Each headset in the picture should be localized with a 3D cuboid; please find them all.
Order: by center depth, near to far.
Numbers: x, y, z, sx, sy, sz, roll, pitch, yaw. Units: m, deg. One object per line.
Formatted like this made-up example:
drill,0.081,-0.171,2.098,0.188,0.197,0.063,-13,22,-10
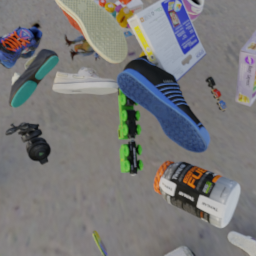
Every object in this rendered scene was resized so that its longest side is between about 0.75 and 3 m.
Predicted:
headset,-2.204,0.320,6.255,0.711,1.512,0.934,-25,67,-19

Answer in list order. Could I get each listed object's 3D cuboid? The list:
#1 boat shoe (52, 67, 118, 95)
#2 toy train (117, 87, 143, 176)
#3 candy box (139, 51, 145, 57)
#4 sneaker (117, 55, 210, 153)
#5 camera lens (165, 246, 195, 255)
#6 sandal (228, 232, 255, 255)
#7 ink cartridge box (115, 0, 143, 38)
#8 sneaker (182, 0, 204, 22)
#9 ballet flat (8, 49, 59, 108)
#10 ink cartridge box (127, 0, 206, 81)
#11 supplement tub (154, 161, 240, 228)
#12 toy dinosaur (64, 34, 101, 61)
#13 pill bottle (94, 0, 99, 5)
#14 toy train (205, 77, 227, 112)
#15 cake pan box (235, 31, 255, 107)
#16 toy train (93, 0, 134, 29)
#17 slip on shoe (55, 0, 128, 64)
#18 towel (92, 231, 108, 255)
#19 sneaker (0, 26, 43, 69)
boat shoe,-1.415,-1.605,9.316,2.447,0.867,0.854,3,84,27
toy train,0.003,-0.049,8.342,0.606,0.819,2.905,0,82,-22
candy box,0.367,-1.652,9.523,0.222,0.859,1.681,35,99,37
sneaker,1.119,-0.686,7.325,2.986,1.047,1.163,44,55,-6
camera lens,1.346,4.189,7.972,1.454,1.163,1.163,-23,63,-11
sandal,3.803,3.628,8.748,1.340,0.545,0.329,30,24,16
ink cartridge box,0.046,-4.449,11.319,1.008,1.377,0.591,-23,63,-10
sneaker,1.527,-4.683,9.229,2.441,1.392,0.885,38,91,0
ballet flat,-2.968,-1.561,8.451,0.765,0.765,2.093,40,89,20
ink cartridge box,1.240,-2.636,8.255,2.122,0.505,2.147,-43,113,-34
supplement tub,1.566,1.463,6.567,1.780,1.091,1.091,19,61,33
toy dinosaur,-1.212,-3.126,9.917,1.983,1.147,2.185,-11,25,5
pill bottle,-1.341,-4.400,10.863,0.527,0.947,0.527,13,39,-11
toy train,2.133,-0.813,6.733,0.156,0.210,0.916,-25,89,-20
cake pan box,4.084,-2.099,8.647,0.578,2.037,2.212,27,61,31
toy train,-0.397,-4.342,9.560,0.668,1.805,2.403,-41,36,-19
slip on shoe,-1.108,-3.158,8.581,1.096,0.905,2.959,-43,88,-9
towel,-0.700,2.923,7.056,0.110,0.962,0.691,-29,78,-12
sneaker,-3.442,-2.632,8.594,0.972,1.012,2.581,42,24,-16
